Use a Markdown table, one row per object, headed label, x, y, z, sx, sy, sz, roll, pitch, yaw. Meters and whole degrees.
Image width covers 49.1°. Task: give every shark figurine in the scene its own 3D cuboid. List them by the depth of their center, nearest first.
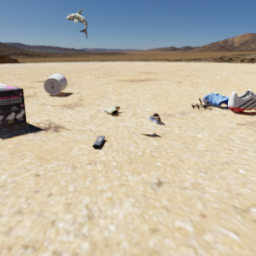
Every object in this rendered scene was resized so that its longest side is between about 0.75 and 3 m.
| label | x | y | z | sx | sy | sz | roll | pitch | yaw |
| --- | --- | --- | --- | --- | --- | --- | --- | --- | --- |
| shark figurine | -1.906 | -4.371 | 11.748 | 1.331 | 0.795 | 0.555 | 50 | -1 | 22 |

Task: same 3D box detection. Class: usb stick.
| label | x | y | z | sx | sy | sz | roll | pitch | yaw |
| --- | --- | --- | --- | --- | --- | --- | --- | --- | --- |
| usb stick | -0.992 | 0.470 | 9.532 | 0.278 | 0.163 | 1.002 | 2 | 17 | 7 |

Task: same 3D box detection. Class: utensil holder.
| label | x | y | z | sx | sy | sz | roll | pitch | yaw |
| --- | --- | --- | --- | --- | --- | --- | --- | --- | --- |
| utensil holder | -4.863 | -2.887 | 18.744 | 1.259 | 1.259 | 1.481 | 1 | 20 | 3 |

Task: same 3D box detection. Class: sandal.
| label | x | y | z | sx | sy | sz | roll | pitch | yaw |
| --- | --- | --- | --- | --- | --- | --- | --- | --- | --- |
| sandal | 4.853 | -1.397 | 14.706 | 1.964 | 0.780 | 0.855 | 9 | 23 | 31 |

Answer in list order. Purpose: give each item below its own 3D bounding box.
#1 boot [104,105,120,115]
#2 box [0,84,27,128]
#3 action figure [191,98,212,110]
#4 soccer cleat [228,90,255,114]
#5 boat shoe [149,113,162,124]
| label | x | y | z | sx | sy | sz | roll | pitch | yaw |
| --- | --- | --- | --- | --- | --- | --- | --- | --- | --- |
| boot | -0.625 | -0.849 | 13.565 | 0.893 | 0.325 | 0.694 | -13 | 21 | -33 |
| box | -5.795 | -1.033 | 12.033 | 1.793 | 1.557 | 2.713 | -16 | 23 | -42 |
| action figure | 3.870 | -1.268 | 14.522 | 1.168 | 0.596 | 0.694 | -13 | 10 | -31 |
| soccer cleat | 6.215 | -1.335 | 13.794 | 2.628 | 1.120 | 0.902 | -3 | 17 | -8 |
| boat shoe | 1.199 | -0.461 | 12.224 | 0.366 | 0.366 | 1.012 | -7 | 18 | -20 |
